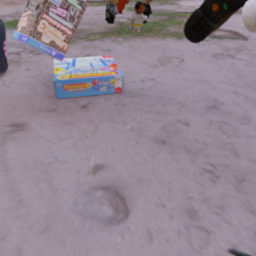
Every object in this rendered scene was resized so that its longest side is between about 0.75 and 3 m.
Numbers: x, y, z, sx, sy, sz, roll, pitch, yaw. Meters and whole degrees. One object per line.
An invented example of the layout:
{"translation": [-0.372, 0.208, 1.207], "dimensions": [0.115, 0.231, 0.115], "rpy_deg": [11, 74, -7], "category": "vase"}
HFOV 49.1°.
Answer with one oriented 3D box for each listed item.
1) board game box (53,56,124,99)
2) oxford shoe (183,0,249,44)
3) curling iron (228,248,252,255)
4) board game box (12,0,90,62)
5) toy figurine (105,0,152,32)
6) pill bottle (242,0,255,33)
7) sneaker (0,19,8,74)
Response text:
{"translation": [-1.718, -2.178, 11.569], "dimensions": [2.624, 0.733, 2.569], "rpy_deg": [-7, 32, -12], "category": "board game box"}
{"translation": [2.353, -3.059, 6.581], "dimensions": [0.868, 2.388, 1.008], "rpy_deg": [53, 47, -3], "category": "oxford shoe"}
{"translation": [2.272, 2.344, 4.772], "dimensions": [1.135, 0.145, 0.281], "rpy_deg": [22, 38, 31], "category": "curling iron"}
{"translation": [-2.390, -3.573, 8.750], "dimensions": [1.195, 2.467, 1.967], "rpy_deg": [22, 7, -38], "category": "board game box"}
{"translation": [0.033, -3.992, 9.240], "dimensions": [1.481, 1.031, 1.458], "rpy_deg": [22, 43, 6], "category": "toy figurine"}
{"translation": [2.900, -2.227, 5.095], "dimensions": [0.892, 0.892, 1.492], "rpy_deg": [-16, 13, -24], "category": "pill bottle"}
{"translation": [-3.952, -2.438, 8.391], "dimensions": [0.566, 1.614, 0.662], "rpy_deg": [-3, 7, -29], "category": "sneaker"}
